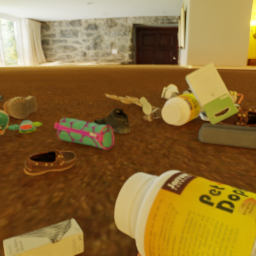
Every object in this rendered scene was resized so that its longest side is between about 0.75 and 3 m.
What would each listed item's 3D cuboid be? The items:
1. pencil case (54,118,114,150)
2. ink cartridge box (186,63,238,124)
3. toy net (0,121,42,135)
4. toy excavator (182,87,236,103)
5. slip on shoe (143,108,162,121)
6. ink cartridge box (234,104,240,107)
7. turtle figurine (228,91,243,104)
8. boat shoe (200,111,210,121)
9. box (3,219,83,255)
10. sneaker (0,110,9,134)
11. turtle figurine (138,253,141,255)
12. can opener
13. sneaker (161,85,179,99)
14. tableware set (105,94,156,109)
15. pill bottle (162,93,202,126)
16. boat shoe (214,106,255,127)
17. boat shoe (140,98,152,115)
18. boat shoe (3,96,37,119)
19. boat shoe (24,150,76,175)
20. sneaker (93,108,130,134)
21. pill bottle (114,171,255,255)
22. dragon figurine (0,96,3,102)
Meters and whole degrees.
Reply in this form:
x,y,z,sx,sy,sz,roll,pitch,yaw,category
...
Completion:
x,y,z,sx,sy,sz,roll,pitch,yaw,category
-1.226,0.140,7.937,1.680,0.715,0.776,9,-5,30,pencil case
2.859,-1.157,9.656,0.986,1.899,0.563,-28,-4,9,ink cartridge box
-3.640,0.115,8.710,0.949,0.349,1.809,13,22,41,toy net
3.903,-1.540,13.537,1.911,1.965,0.982,-42,-4,29,toy excavator
0.977,-0.501,10.878,0.317,0.397,1.045,-3,20,37,slip on shoe
4.271,-0.683,11.262,0.276,0.484,0.931,1,16,3,ink cartridge box
3.437,-1.230,10.907,1.728,0.556,1.393,-26,39,-13,turtle figurine
3.117,-0.615,11.036,0.524,0.471,1.481,-1,16,-3,boat shoe
-1.098,1.557,3.686,0.951,0.325,0.391,-9,18,-30,box
-3.419,0.153,6.962,0.514,1.441,0.576,27,38,-30,sneaker
0.235,1.739,3.027,0.836,0.334,1.036,6,17,20,turtle figurine
3.539,0.032,7.797,2.986,0.998,0.796,6,17,20,can opener
2.453,-1.915,15.498,0.753,0.715,1.871,18,26,19,sneaker
0.090,-1.271,12.926,1.833,0.255,2.195,9,10,-32,tableware set
1.979,-0.681,10.282,1.013,1.013,1.855,11,20,33,pill bottle
3.959,-0.397,9.750,2.038,0.717,0.717,-4,22,-12,boat shoe
0.712,-0.779,10.630,0.345,0.303,0.970,-33,43,9,boat shoe
-4.452,-0.819,11.261,0.833,0.878,2.320,-3,7,3,boat shoe
-1.636,0.698,6.119,1.232,0.433,0.434,-13,48,-45,boat shoe
-0.564,-0.314,9.382,1.454,0.833,0.556,10,17,39,sneaker
0.926,1.220,3.266,2.178,1.190,1.190,12,20,36,pill bottle
-6.626,-1.473,14.364,0.513,0.303,1.031,-9,17,-27,dragon figurine
